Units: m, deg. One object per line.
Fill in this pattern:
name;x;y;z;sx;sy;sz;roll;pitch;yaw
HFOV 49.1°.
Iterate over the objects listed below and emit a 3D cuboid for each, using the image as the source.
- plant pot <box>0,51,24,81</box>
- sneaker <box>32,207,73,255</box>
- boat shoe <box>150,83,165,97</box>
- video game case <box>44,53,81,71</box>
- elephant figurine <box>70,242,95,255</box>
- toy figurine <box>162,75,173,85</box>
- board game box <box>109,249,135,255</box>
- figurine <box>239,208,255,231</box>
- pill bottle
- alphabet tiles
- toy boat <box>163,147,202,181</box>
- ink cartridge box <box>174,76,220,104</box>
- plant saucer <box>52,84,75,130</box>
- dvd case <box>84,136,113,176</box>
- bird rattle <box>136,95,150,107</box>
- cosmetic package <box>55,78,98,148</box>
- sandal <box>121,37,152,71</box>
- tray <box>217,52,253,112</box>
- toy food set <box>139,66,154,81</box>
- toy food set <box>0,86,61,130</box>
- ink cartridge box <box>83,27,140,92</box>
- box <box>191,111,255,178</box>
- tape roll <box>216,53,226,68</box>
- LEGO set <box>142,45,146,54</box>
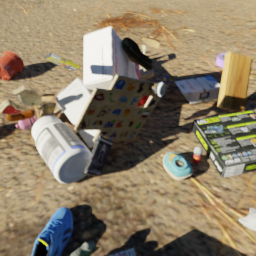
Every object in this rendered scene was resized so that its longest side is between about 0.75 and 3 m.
plant pot;-5.916;-2.970;13.726;1.153;1.153;1.121;10;48;12
sneaker;-1.902;2.738;7.100;0.644;0.766;1.953;6;39;10
boat shoe;0.846;-1.171;8.194;0.399;0.879;0.311;36;85;13
video game case;-1.924;-1.907;8.142;0.895;0.126;0.990;20;-1;-26
elephant figurine;-1.465;3.444;6.087;1.680;1.303;1.188;3;57;-59
toy figurine;1.736;-2.231;12.908;0.408;0.774;0.463;-39;78;-27
board game box;-0.166;3.337;6.761;0.801;0.257;0.591;-11;42;-11
figurine;4.231;2.562;7.390;1.955;0.841;1.907;-22;37;-24
pill bottle;-2.229;0.622;9.188;1.311;1.311;2.305;-24;45;-26
alphabet tiles;-0.225;-0.487;8.637;2.856;2.388;0.108;1;40;-47
toy boat;1.826;1.070;9.173;1.372;0.638;1.153;-19;43;-21
ink cartridge box;3.067;-1.684;12.482;1.850;0.617;1.071;-10;41;-12
plant saucer;-1.749;-1.026;11.271;2.594;0.474;2.594;6;52;-8
dvd case;-0.904;0.891;8.775;0.095;0.887;1.193;19;84;27
bird rattle;0.208;-0.899;9.531;1.313;1.070;0.740;9;24;-48
cosmetic package;-1.400;-0.501;9.821;1.178;0.929;2.190;-38;78;11
sandal;0.282;-2.644;10.269;0.422;1.548;0.632;-8;57;50
tray;4.362;-1.838;11.411;1.102;2.234;0.414;8;2;-19
toy food set;-0.296;-2.845;13.283;2.033;0.856;2.833;-27;45;-6
toy food set;-3.334;-0.481;9.516;1.619;2.547;0.401;-30;72;10
ink cartridge box;-0.519;-2.089;10.478;1.147;2.721;1.969;-9;73;21
box;3.936;0.459;9.954;2.571;0.611;2.483;-10;39;-10
tape roll;5.335;-3.586;14.945;1.188;0.390;1.188;-1;40;1
LEGO set;0.367;-4.014;15.020;1.156;0.935;2.513;-18;43;-19
